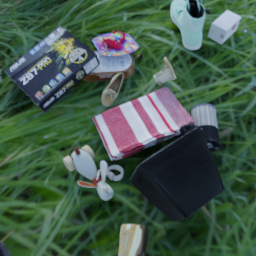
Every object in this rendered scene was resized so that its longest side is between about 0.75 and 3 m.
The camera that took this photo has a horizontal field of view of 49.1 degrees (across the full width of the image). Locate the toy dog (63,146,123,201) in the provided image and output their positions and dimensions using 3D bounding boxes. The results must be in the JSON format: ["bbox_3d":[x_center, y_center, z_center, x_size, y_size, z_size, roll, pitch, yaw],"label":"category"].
[{"bbox_3d":[-1.148,1.228,8.494,1.947,0.938,1.284,26,62,15],"label":"toy dog"}]

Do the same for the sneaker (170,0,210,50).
[{"bbox_3d":[2.570,-4.942,11.732,1.105,1.772,3.004,-9,58,-4],"label":"sneaker"}]

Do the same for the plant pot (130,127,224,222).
[{"bbox_3d":[1.445,1.468,7.872,1.980,1.985,1.761,-31,74,-17],"label":"plant pot"}]

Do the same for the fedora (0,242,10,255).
[{"bbox_3d":[-3.747,3.675,7.092,1.767,0.807,1.767,-1,59,1],"label":"fedora"}]

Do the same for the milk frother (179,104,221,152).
[{"bbox_3d":[2.280,-0.143,9.004,1.367,1.514,1.424,0,58,4],"label":"milk frother"}]

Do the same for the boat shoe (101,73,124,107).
[{"bbox_3d":[-0.564,-1.432,10.268,0.510,0.436,1.391,26,69,-13],"label":"boat shoe"}]

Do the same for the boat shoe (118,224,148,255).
[{"bbox_3d":[-0.123,3.674,7.200,0.905,0.852,2.377,3,50,18],"label":"boat shoe"}]

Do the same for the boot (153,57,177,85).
[{"bbox_3d":[1.222,-1.970,9.870,0.768,0.993,0.358,-21,47,16],"label":"boot"}]

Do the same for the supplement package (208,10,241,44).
[{"bbox_3d":[4.110,-4.299,11.951,0.725,0.734,1.211,37,66,20],"label":"supplement package"}]

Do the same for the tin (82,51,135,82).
[{"bbox_3d":[-0.909,-2.492,11.048,2.349,0.492,1.315,-5,55,-3],"label":"tin"}]

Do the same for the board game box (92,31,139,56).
[{"bbox_3d":[-0.537,-3.595,11.397,1.632,0.402,2.065,-15,45,-14],"label":"board game box"}]

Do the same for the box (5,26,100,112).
[{"bbox_3d":[-2.808,-2.249,10.455,2.800,0.688,2.257,-43,64,-10],"label":"box"}]

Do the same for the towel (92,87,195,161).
[{"bbox_3d":[0.451,-0.250,9.401,2.947,0.335,2.122,-23,48,-8],"label":"towel"}]
